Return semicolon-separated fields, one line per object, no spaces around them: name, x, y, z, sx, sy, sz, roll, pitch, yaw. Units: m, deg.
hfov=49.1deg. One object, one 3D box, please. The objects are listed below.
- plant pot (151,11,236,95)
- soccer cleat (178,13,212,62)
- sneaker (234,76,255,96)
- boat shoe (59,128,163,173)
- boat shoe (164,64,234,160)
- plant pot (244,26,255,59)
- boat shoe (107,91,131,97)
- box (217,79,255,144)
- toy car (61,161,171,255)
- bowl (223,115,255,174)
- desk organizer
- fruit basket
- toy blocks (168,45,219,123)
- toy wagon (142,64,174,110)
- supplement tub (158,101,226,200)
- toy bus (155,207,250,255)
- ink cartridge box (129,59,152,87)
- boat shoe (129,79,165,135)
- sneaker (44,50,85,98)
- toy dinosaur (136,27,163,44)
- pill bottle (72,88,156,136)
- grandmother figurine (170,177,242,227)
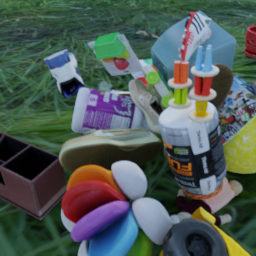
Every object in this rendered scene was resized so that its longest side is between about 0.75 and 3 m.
plant pot;2.006;-2.240;9.551;2.152;2.112;2.107;-24;52;-8
soccer cleat;1.994;-2.662;8.212;0.818;0.659;1.921;15;58;4
sneaker;4.554;-1.173;9.808;1.109;1.336;2.798;-10;45;-18
boat shoe;-0.426;0.443;6.982;2.849;1.039;0.896;-6;42;-35
boat shoe;1.818;-0.357;7.566;1.025;2.842;0.923;25;4;-6
plant pot;7.013;-4.553;14.991;1.552;1.413;1.552;1;37;-1
boat shoe;-0.457;-1.110;10.548;2.090;0.740;0.724;-3;35;-2
box;2.710;-0.478;8.126;1.762;0.486;2.579;-42;34;14
toy car;-0.416;1.548;4.903;1.786;1.530;2.041;-37;57;8
bowl;3.532;0.282;7.235;1.530;2.844;2.844;44;47;10
desk organizer;-3.029;0.982;7.064;2.990;1.151;1.072;17;38;24
fruit basket;-0.345;-2.292;8.952;1.406;1.518;0.712;0;61;35
toy blocks;1.171;-0.907;5.181;0.484;1.333;1.111;-19;35;-23
toy wagon;1.145;-0.837;8.571;0.457;2.311;1.793;-33;-4;4
supplement tub;1.473;0.520;6.207;1.234;2.014;1.234;-15;26;8
toy bus;1.149;2.931;3.959;2.505;1.770;2.609;35;47;18
ink cartridge box;1.135;-2.567;12.931;1.755;0.546;2.181;-9;33;-13
boat shoe;0.646;-0.718;7.994;0.679;0.612;1.883;-9;63;-38
sneaker;-2.009;-1.657;8.986;0.934;1.335;2.311;-21;13;-2
toy dinosaur;0.606;-2.753;8.249;0.940;0.223;0.414;31;7;23
pill bottle;-0.356;-0.324;8.602;2.523;1.417;1.417;11;33;-8
grandmother figurine;1.658;1.778;6.398;1.311;0.655;2.162;15;32;43
